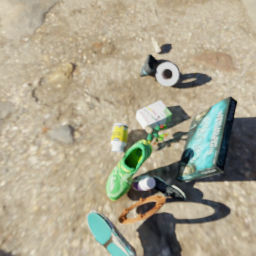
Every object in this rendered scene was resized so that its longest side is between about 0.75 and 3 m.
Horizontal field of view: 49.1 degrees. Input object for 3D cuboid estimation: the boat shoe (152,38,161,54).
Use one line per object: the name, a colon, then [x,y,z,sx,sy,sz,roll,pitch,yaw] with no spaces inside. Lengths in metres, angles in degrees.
boat shoe: [1.374,-4.000,13.515,0.288,0.307,0.832,-21,87,12]

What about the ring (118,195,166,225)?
ring: [0.397,2.440,8.510,1.576,1.576,0.151,-26,94,-17]

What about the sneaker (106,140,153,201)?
sneaker: [-0.092,1.319,8.957,0.826,0.932,2.231,35,97,19]

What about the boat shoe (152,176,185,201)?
boat shoe: [1.263,2.103,9.325,1.295,0.484,0.429,34,45,16]

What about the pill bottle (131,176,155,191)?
pill bottle: [0.506,1.827,9.270,0.486,0.872,0.486,6,77,-28]

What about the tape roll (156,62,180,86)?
tape roll: [1.709,-2.310,12.030,0.983,0.983,0.325,22,25,14]

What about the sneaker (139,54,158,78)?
sneaker: [0.877,-2.802,12.601,0.623,0.655,1.652,42,35,-11]

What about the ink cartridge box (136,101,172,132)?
ink cartridge box: [1.017,-0.467,11.149,1.148,0.482,0.831,-25,59,-16]

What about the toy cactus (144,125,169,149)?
toy cactus: [0.953,0.236,10.317,0.879,0.545,1.065,39,99,-12]

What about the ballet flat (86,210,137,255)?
ballet flat: [-0.470,3.188,8.123,0.743,0.628,1.965,-41,81,13]

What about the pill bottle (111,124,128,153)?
pill bottle: [-0.327,0.386,10.420,0.572,0.572,1.021,6,75,4]

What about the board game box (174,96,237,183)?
board game box: [2.697,0.419,9.721,0.409,1.967,2.908,34,56,-15]
